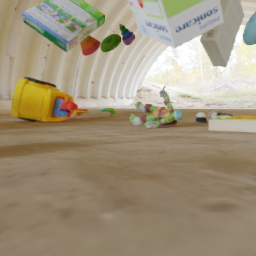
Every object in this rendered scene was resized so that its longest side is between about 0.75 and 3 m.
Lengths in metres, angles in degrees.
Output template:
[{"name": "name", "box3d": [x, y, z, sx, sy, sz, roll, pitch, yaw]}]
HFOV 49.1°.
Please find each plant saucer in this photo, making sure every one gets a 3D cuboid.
[{"name": "plant saucer", "box3d": [3.890, -2.999, 8.278, 0.166, 1.215, 1.215, 17, -1, -17]}]

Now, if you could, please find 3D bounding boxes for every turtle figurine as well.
[{"name": "turtle figurine", "box3d": [0.644, -0.510, 7.423, 1.389, 1.031, 1.433, -1, -1, 41]}]

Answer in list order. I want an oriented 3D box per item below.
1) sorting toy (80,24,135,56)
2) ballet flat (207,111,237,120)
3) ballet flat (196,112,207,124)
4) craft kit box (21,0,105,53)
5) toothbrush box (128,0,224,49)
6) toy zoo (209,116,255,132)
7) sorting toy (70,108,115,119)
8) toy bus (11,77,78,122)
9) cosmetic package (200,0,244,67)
[{"name": "sorting toy", "box3d": [-0.732, -2.576, 7.879, 1.938, 0.672, 0.667, 2, -34, 37]}, {"name": "ballet flat", "box3d": [3.323, -0.408, 10.041, 1.153, 0.392, 0.388, 2, 10, 38]}, {"name": "ballet flat", "box3d": [2.426, -0.345, 9.385, 0.346, 0.348, 1.017, 2, 5, 8]}, {"name": "craft kit box", "box3d": [-1.505, -2.596, 6.637, 1.382, 1.365, 0.335, 37, -24, 12]}, {"name": "toothbrush box", "box3d": [0.506, -2.855, 4.839, 1.057, 2.455, 1.787, -30, 32, -3]}, {"name": "toy zoo", "box3d": [3.373, -0.122, 7.159, 1.726, 0.269, 2.630, 3, 6, 36]}, {"name": "sorting toy", "box3d": [-2.000, -0.752, 13.665, 2.203, 0.439, 2.980, 3, 6, 35]}, {"name": "toy bus", "box3d": [-2.747, -0.873, 10.243, 2.111, 1.492, 2.199, 15, 6, 14]}, {"name": "cosmetic package", "box3d": [2.169, -2.300, 6.371, 0.378, 1.463, 1.103, 14, -12, 38]}]
